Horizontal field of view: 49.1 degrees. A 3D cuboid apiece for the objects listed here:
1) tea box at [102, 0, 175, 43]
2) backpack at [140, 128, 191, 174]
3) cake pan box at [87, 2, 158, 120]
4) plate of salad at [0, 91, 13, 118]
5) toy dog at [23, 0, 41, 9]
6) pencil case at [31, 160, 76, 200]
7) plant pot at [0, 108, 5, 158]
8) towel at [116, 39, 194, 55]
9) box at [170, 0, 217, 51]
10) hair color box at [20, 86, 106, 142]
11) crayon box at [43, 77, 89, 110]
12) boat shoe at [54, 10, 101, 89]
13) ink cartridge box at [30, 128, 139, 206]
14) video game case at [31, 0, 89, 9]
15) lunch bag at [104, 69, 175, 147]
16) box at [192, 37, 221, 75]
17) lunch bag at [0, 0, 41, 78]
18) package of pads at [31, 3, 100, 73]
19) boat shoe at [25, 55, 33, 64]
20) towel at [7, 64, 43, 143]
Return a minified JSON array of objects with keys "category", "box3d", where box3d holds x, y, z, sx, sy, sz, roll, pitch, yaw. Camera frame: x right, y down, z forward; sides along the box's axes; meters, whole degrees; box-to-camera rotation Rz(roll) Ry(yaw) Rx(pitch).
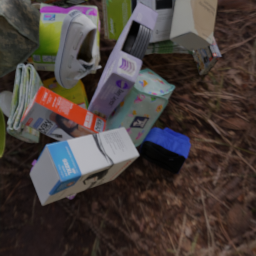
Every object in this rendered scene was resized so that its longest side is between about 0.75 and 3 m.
[{"category":"tea box","box3d":[0.633,-3.444,8.450,2.066,1.381,2.033,-24,32,-38]},{"category":"backpack","box3d":[1.061,0.591,8.253,1.307,1.062,1.096,21,46,7]},{"category":"cake pan box","box3d":[-0.182,-1.490,6.700,0.601,2.296,2.115,22,62,-13]},{"category":"plate of salad","box3d":[-3.488,-0.651,8.306,0.221,0.919,0.919,-23,72,22]},{"category":"toy dog","box3d":[-3.904,-4.207,9.344,2.319,1.117,1.529,20,67,-11]},{"category":"pencil case","box3d":[-2.086,1.488,8.147,1.519,0.649,0.637,27,72,9]},{"category":"plant pot","box3d":[-3.791,0.108,6.757,1.250,1.360,1.360,-2,72,-9]},{"category":"towel","box3d":[0.815,-2.661,8.981,2.406,0.369,1.795,-3,29,2]},{"category":"box","box3d":[1.758,-3.115,7.348,0.909,0.744,1.914,14,81,-36]},{"category":"hair color box","box3d":[-1.495,-0.139,6.573,1.705,0.945,0.545,27,47,-24]},{"category":"crayon box","box3d":[-1.903,-0.768,8.820,1.226,0.491,1.931,-17,69,3]},{"category":"boat shoe","box3d":[-1.208,-1.747,7.314,1.028,2.412,0.891,39,49,12]},{"category":"ink cartridge box","box3d":[-0.952,0.821,6.177,1.948,1.413,0.815,-13,66,-39]},{"category":"video game case","box3d":[-1.954,-3.345,7.053,1.426,1.578,0.201,-1,103,-34]},{"category":"lunch bag","box3d":[0.215,-0.517,7.660,1.305,2.140,1.823,35,117,5]},{"category":"box","box3d":[2.449,-2.670,9.201,0.306,1.050,1.534,-11,73,-13]},{"category":"lunch bag","box3d":[-3.707,-2.453,7.869,2.409,1.417,1.976,-35,44,21]},{"category":"package of pads","box3d":[-1.904,-2.917,9.054,1.992,0.879,2.579,2,57,-7]},{"category":"boat shoe","box3d":[-4.046,-3.193,9.504,2.688,0.837,1.003,38,83,13]},{"category":"towel","box3d":[-2.733,-0.572,7.751,0.518,2.150,1.841,7,80,-8]}]
